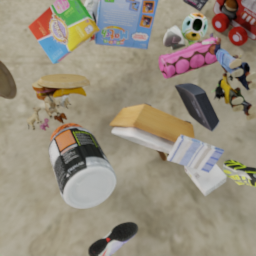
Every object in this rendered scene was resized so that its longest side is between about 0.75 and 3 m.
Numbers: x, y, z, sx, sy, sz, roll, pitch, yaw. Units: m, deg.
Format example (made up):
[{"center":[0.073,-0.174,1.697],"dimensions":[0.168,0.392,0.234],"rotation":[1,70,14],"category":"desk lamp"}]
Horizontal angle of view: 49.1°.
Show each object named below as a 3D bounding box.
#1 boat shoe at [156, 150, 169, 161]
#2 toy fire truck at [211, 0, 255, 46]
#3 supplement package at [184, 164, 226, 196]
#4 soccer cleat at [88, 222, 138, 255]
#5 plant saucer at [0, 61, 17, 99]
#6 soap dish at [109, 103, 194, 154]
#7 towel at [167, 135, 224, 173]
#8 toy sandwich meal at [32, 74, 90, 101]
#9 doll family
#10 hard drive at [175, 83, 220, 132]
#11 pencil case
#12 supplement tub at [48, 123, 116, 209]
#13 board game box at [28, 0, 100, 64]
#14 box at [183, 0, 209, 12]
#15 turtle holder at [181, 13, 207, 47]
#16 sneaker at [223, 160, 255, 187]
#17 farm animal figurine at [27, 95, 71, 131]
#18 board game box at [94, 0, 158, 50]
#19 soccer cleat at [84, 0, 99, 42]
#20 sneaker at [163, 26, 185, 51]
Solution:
[{"center":[1.394,0.854,11.205],"dimensions":[0.379,0.380,1.054],"rotation":[1,49,-34],"category":"boat shoe"},{"center":[5.301,-5.430,13.062],"dimensions":[1.554,2.328,2.772],"rotation":[-37,70,-16],"category":"toy fire truck"},{"center":[2.315,1.383,8.466],"dimensions":[0.784,0.558,1.006],"rotation":[-34,59,-3],"category":"supplement package"},{"center":[-0.369,3.221,7.945],"dimensions":[1.558,0.570,0.531],"rotation":[-32,45,-4],"category":"soccer cleat"},{"center":[-3.749,-1.430,8.170],"dimensions":[0.197,1.338,1.338],"rotation":[-21,65,10],"category":"plant saucer"},{"center":[0.688,0.046,8.705],"dimensions":[1.995,2.536,1.030],"rotation":[21,84,-17],"category":"soap dish"},{"center":[1.685,0.689,7.080],"dimensions":[1.216,0.893,0.145],"rotation":[18,36,-6],"category":"towel"},{"center":[-2.270,-1.392,9.655],"dimensions":[1.965,0.673,1.965],"rotation":[2,21,-1],"category":"toy sandwich meal"},{"center":[3.442,-1.641,9.332],"dimensions":[1.171,2.984,1.725],"rotation":[-12,39,3],"category":"doll family"},{"center":[2.012,-0.705,8.267],"dimensions":[0.412,1.948,1.314],"rotation":[-30,106,3],"category":"hard drive"},{"center":[2.209,-2.575,10.202],"dimensions":[2.215,1.037,1.005],"rotation":[-21,79,4],"category":"pencil case"},{"center":[-1.463,0.984,8.292],"dimensions":[1.546,1.546,2.523],"rotation":[-23,38,-11],"category":"supplement tub"},{"center":[-2.319,-3.570,10.049],"dimensions":[2.120,0.427,1.622],"rotation":[-31,98,22],"category":"board game box"},{"center":[2.187,-4.468,9.174],"dimensions":[0.738,0.641,1.118],"rotation":[20,44,-19],"category":"box"},{"center":[2.596,-3.926,11.217],"dimensions":[1.025,0.958,1.349],"rotation":[38,101,-5],"category":"turtle holder"},{"center":[3.445,1.431,8.120],"dimensions":[1.421,0.543,0.536],"rotation":[27,38,35],"category":"sneaker"},{"center":[-2.386,-0.507,8.304],"dimensions":[1.161,1.148,0.605],"rotation":[-13,55,-42],"category":"farm animal figurine"},{"center":[-0.033,-4.344,10.179],"dimensions":[2.112,2.792,0.511],"rotation":[1,37,-15],"category":"board game box"},{"center":[-1.504,-4.318,10.620],"dimensions":[0.942,2.211,0.759],"rotation":[-16,49,-43],"category":"soccer cleat"},{"center":[1.726,-3.583,10.928],"dimensions":[0.703,2.000,0.801],"rotation":[-16,91,19],"category":"sneaker"}]
